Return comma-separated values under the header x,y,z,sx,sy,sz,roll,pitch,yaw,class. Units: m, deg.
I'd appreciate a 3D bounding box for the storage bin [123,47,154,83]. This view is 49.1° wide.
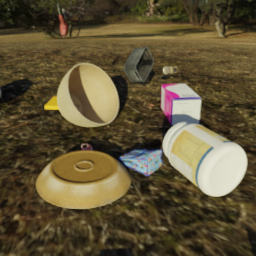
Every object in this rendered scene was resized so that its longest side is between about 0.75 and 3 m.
x,y,z,sx,sy,sz,roll,pitch,yaw,class
0.473,-2.730,12.157,0.646,0.932,1.378,2,54,35,storage bin

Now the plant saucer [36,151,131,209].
x,y,z,sx,sy,sz,roll,pitch,yaw,class
-1.252,1.270,7.999,2.672,0.473,2.672,1,22,-1,plant saucer

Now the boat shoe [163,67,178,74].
x,y,z,sx,sy,sz,roll,pitch,yaw,class
1.966,-2.670,12.943,0.274,0.331,0.921,6,13,41,boat shoe

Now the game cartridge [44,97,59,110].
x,y,z,sx,sy,sz,roll,pitch,yaw,class
-3.416,-1.263,14.411,1.320,0.243,1.498,2,26,4,game cartridge

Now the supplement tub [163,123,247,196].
x,y,z,sx,sy,sz,roll,pitch,yaw,class
2.065,0.781,7.927,1.505,1.505,2.080,-10,25,-23,supplement tub

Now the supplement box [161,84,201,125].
x,y,z,sx,sy,sz,roll,pitch,yaw,class
2.312,-1.130,12.761,1.223,1.249,2.417,-3,24,-4,supplement box

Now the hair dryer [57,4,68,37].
x,y,z,sx,sy,sz,roll,pitch,yaw,class
-2.826,-4.474,11.847,0.343,1.264,0.963,-9,10,8,hair dryer

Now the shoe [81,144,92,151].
x,y,z,sx,sy,sz,roll,pitch,yaw,class
-1.421,0.679,9.621,0.285,0.362,0.797,2,23,4,shoe

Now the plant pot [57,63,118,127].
x,y,z,sx,sy,sz,roll,pitch,yaw,class
-1.942,-1.135,11.719,1.751,2.608,2.608,-21,6,40,plant pot

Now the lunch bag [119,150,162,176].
x,y,z,sx,sy,sz,roll,pitch,yaw,class
0.357,0.985,8.771,1.166,0.548,0.877,8,21,35,lunch bag
